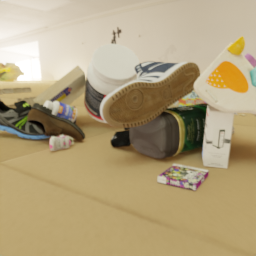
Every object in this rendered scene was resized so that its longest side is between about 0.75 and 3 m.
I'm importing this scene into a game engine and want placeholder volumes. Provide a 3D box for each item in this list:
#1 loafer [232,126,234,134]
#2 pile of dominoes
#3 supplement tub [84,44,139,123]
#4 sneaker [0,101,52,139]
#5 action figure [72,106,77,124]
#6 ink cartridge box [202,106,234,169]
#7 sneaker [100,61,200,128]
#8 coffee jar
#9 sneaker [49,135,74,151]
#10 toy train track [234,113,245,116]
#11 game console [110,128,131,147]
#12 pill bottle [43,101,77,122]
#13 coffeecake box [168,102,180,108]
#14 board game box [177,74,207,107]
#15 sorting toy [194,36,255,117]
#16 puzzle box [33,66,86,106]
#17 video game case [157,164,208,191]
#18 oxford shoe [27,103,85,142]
[{"bbox_3d":[3.016,-0.014,8.955,1.270,0.399,0.457,-6,17,-37],"label":"loafer"},{"bbox_3d":[-4.321,-0.847,11.028,0.303,1.482,1.902,-26,-5,33],"label":"pile of dominoes"},{"bbox_3d":[-0.631,-1.508,10.092,1.791,1.791,2.552,-3,-30,-15],"label":"supplement tub"},{"bbox_3d":[-3.136,-0.280,8.638,2.492,1.033,0.884,13,12,8],"label":"sneaker"},{"bbox_3d":[-2.840,-0.357,9.957,2.294,0.796,1.493,5,18,39],"label":"action figure"},{"bbox_3d":[2.004,0.160,6.332,0.526,1.248,0.911,5,13,12],"label":"ink cartridge box"},{"bbox_3d":[0.265,-0.859,6.482,2.656,0.931,1.441,-28,28,-27],"label":"sneaker"},{"bbox_3d":[1.370,0.010,7.300,2.659,1.135,1.387,-10,14,-39],"label":"coffee jar"},{"bbox_3d":[-1.754,0.382,7.441,0.401,0.370,0.910,2,13,18],"label":"sneaker"},{"bbox_3d":[5.078,-0.691,12.891,0.567,0.161,0.989,-1,12,-7],"label":"toy train track"},{"bbox_3d":[0.043,-0.021,7.669,0.787,0.161,1.334,-7,43,48],"label":"game console"},{"bbox_3d":[-2.096,-0.505,8.596,0.952,0.534,0.534,18,-1,-36],"label":"pill bottle"},{"bbox_3d":[0.657,-0.617,8.626,1.447,1.111,0.529,-40,9,44],"label":"coffeecake box"},{"bbox_3d":[1.952,-0.915,9.709,1.170,1.149,2.231,-1,-11,-6],"label":"board game box"},{"bbox_3d":[2.979,-0.687,6.762,2.580,1.531,2.866,42,14,4],"label":"sorting toy"},{"bbox_3d":[-2.402,-1.256,10.503,1.903,0.364,2.860,-40,1,-9],"label":"puzzle box"},{"bbox_3d":[1.075,0.937,5.415,0.749,0.148,0.827,7,14,31],"label":"video game case"},{"bbox_3d":[-2.044,0.033,7.936,1.712,0.722,0.622,28,-28,-13],"label":"oxford shoe"}]
